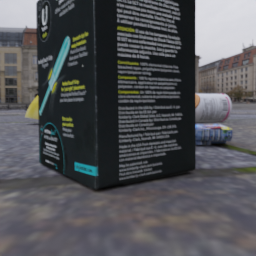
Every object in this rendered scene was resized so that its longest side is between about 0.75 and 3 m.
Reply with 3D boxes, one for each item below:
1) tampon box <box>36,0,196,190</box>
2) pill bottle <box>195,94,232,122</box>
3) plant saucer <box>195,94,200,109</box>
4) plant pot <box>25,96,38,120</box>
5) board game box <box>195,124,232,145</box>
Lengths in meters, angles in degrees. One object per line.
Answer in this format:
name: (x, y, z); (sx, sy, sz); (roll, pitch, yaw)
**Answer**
tampon box: (-0.233, -0.644, 3.893); (1.537, 2.434, 1.824); (-3, 6, -35)
pill bottle: (3.915, -1.062, 14.817); (2.655, 1.505, 1.505); (-1, 5, -16)
plant saucer: (2.862, -1.153, 13.136); (0.180, 1.113, 1.113); (39, -18, -31)
plant pot: (-3.917, -0.914, 13.272); (1.651, 1.172, 1.651); (10, -2, 0)
board game box: (1.613, 0.157, 6.590); (1.349, 0.416, 1.350); (0, 5, 9)
